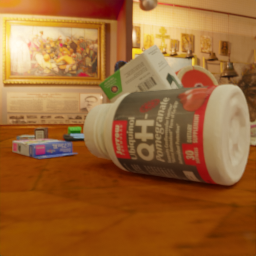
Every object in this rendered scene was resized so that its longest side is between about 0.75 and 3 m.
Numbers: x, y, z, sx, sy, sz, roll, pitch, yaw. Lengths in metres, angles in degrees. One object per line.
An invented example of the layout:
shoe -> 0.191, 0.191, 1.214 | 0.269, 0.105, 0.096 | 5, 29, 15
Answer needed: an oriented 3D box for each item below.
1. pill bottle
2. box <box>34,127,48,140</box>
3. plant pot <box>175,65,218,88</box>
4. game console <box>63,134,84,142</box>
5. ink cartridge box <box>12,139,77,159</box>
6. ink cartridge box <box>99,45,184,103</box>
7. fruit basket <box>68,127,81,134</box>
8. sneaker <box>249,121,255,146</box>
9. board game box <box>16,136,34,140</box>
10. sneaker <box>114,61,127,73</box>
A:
pill bottle -> 0.595, 0.093, 5.362 | 2.959, 1.638, 1.638 | 1, 2, 38
box -> -3.892, 0.311, 12.575 | 0.477, 0.638, 1.274 | 0, 2, -8
plant pot -> 2.405, -1.204, 12.083 | 2.812, 2.812, 2.488 | -1, -19, -20
game console -> -2.251, 0.459, 13.573 | 1.775, 0.275, 1.570 | -1, 2, -14
ink cartridge box -> -2.557, 0.599, 8.481 | 1.231, 0.433, 2.062 | -2, 5, -39
ink cartridge box -> 0.533, -0.659, 6.697 | 1.488, 2.039, 0.857 | -28, 12, 36
fruit basket -> -3.232, 0.218, 16.781 | 0.841, 0.606, 0.841 | 6, 19, -2
sneaker -> 4.292, 0.048, 11.472 | 2.799, 1.235, 1.139 | 1, 2, 23
board game box -> -4.797, 0.491, 13.743 | 1.069, 0.184, 0.723 | 0, 2, 6
sneaker -> 0.346, -1.474, 9.631 | 0.825, 2.191, 0.859 | -39, -1, -20
